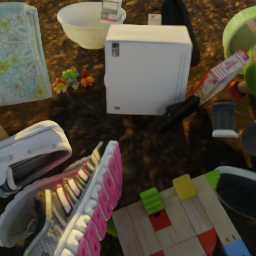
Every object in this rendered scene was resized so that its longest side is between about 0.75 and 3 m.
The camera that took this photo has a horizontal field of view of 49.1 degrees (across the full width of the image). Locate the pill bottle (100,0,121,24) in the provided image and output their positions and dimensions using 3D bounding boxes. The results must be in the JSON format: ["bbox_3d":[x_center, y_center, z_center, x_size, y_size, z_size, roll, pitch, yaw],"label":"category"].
[{"bbox_3d":[-0.583,-4.194,9.653,0.658,1.100,0.658,7,23,-3],"label":"pill bottle"}]

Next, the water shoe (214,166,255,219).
[{"bbox_3d":[2.834,1.259,5.425,2.502,0.894,0.987,19,30,10],"label":"water shoe"}]

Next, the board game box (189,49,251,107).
[{"bbox_3d":[2.247,-1.173,7.146,1.172,1.547,0.358,-34,78,-21],"label":"board game box"}]

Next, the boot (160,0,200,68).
[{"bbox_3d":[0.844,-2.851,8.742,2.233,1.008,2.724,-11,74,-15],"label":"boot"}]

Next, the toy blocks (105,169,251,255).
[{"bbox_3d":[0.813,1.865,4.571,2.312,1.156,1.581,-21,54,-3],"label":"toy blocks"}]

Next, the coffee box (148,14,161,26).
[{"bbox_3d":[0.974,-3.515,10.173,0.512,0.725,1.282,2,45,1],"label":"coffee box"}]

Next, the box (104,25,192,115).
[{"bbox_3d":[0.448,-1.444,7.078,1.958,1.948,1.280,3,38,2],"label":"box"}]

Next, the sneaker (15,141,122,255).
[{"bbox_3d":[-0.879,1.165,4.590,1.193,1.006,2.726,4,42,17],"label":"sneaker"}]

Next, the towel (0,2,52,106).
[{"bbox_3d":[-3.535,-1.658,6.890,2.945,2.521,0.709,-9,36,-10],"label":"towel"}]

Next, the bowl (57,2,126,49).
[{"bbox_3d":[-1.241,-3.536,9.932,2.363,1.062,2.363,0,42,0],"label":"bowl"}]

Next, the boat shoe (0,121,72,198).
[{"bbox_3d":[-2.286,0.789,5.100,2.630,0.967,0.878,-35,53,-14],"label":"boat shoe"}]

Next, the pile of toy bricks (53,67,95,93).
[{"bbox_3d":[-1.636,-1.514,8.230,1.195,0.590,0.663,-16,50,-16],"label":"pile of toy bricks"}]

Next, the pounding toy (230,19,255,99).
[{"bbox_3d":[3.504,-1.460,7.714,1.821,1.095,2.359,24,57,-29],"label":"pounding toy"}]

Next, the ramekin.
[{"bbox_3d":[3.825,-2.656,8.459,1.927,1.927,0.941,2,44,2],"label":"ramekin"}]

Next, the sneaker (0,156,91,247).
[{"bbox_3d":[-1.224,1.387,5.130,2.342,0.875,0.960,-34,56,-29],"label":"sneaker"}]

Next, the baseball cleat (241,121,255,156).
[{"bbox_3d":[3.086,0.405,5.173,1.585,1.038,2.978,-23,11,-27],"label":"baseball cleat"}]

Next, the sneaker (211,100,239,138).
[{"bbox_3d":[2.129,-0.183,6.129,0.560,1.583,0.785,1,86,21],"label":"sneaker"}]

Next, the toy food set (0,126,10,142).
[{"bbox_3d":[-3.418,0.841,5.230,0.407,1.644,2.586,41,68,21],"label":"toy food set"}]

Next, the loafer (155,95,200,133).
[{"bbox_3d":[1.115,-0.401,6.698,0.480,1.316,0.470,13,44,-55],"label":"loafer"}]
